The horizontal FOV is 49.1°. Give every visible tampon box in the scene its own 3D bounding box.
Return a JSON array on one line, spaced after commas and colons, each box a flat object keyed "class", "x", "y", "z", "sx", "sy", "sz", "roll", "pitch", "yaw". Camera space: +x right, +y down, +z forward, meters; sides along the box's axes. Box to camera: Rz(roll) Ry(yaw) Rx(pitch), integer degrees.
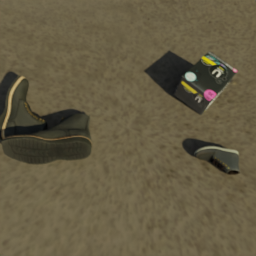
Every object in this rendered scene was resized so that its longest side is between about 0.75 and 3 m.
[{"class": "tampon box", "x": 2.574, "y": -1.508, "z": 9.406, "sx": 1.219, "sy": 1.027, "sz": 1.627, "roll": 40, "pitch": 63, "yaw": 13}]

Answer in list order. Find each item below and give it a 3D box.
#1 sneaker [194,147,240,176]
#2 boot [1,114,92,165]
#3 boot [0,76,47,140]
[{"class": "sneaker", "x": 2.598, "y": 0.964, "z": 8.113, "sx": 1.303, "sy": 0.487, "sz": 0.692, "roll": 3, "pitch": 53, "yaw": 1}, {"class": "boot", "x": -2.297, "y": 0.203, "z": 8.390, "sx": 2.439, "sy": 0.945, "sz": 1.687, "roll": 4, "pitch": 36, "yaw": -7}, {"class": "boot", "x": -3.093, "y": -0.516, "z": 8.878, "sx": 1.457, "sy": 0.816, "sz": 2.107, "roll": 10, "pitch": 79, "yaw": 5}]
